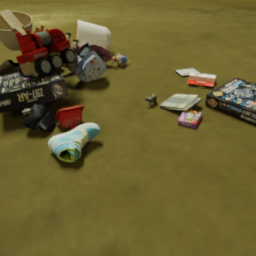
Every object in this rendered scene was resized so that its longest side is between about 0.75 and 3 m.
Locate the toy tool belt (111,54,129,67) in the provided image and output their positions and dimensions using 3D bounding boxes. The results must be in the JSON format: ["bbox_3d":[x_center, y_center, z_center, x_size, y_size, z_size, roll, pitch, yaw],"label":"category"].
[{"bbox_3d":[-0.331,-3.190,13.195,0.551,0.560,0.897,22,20,24],"label":"toy tool belt"}]

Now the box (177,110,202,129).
[{"bbox_3d":[2.000,-0.308,9.028,0.585,0.167,0.855,14,35,22],"label":"box"}]

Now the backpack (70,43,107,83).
[{"bbox_3d":[-1.626,-2.497,11.450,1.289,1.353,1.042,-40,46,7],"label":"backpack"}]

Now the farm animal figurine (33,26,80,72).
[{"bbox_3d":[-3.121,-2.974,11.836,2.083,1.297,2.580,12,-11,-9],"label":"farm animal figurine"}]

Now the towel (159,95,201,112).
[{"bbox_3d":[1.834,-0.910,9.778,1.160,0.200,1.117,13,33,38],"label":"towel"}]

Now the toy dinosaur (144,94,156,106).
[{"bbox_3d":[0.898,-1.036,9.974,0.298,0.396,0.775,23,40,32],"label":"toy dinosaur"}]

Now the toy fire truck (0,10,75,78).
[{"bbox_3d":[-3.124,-2.976,9.434,1.423,2.212,1.947,-1,26,33],"label":"toy fire truck"}]

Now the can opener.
[{"bbox_3d":[-2.786,-0.575,9.125,0.713,0.885,2.250,-29,24,14],"label":"can opener"}]

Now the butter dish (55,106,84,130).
[{"bbox_3d":[-1.733,-0.244,8.566,0.851,0.854,0.631,-14,79,-25],"label":"butter dish"}]

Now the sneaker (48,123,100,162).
[{"bbox_3d":[-1.299,0.443,7.484,1.483,0.590,0.968,-25,37,-19],"label":"sneaker"}]

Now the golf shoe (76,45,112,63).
[{"bbox_3d":[-1.830,-3.610,13.523,2.286,0.830,1.053,11,13,10],"label":"golf shoe"}]

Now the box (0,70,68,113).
[{"bbox_3d":[-3.484,-1.479,9.852,2.255,0.613,2.815,-17,26,-16],"label":"box"}]

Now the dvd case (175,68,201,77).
[{"bbox_3d":[2.674,-2.468,12.530,0.948,0.083,0.677,-10,34,-16],"label":"dvd case"}]

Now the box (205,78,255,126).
[{"bbox_3d":[4.154,-0.976,9.765,2.110,0.524,2.094,-28,41,-36],"label":"box"}]

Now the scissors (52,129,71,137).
[{"bbox_3d":[-1.899,0.187,8.377,0.775,0.054,0.284,-23,37,-34],"label":"scissors"}]

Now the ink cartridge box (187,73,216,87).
[{"bbox_3d":[3.025,-2.007,11.532,1.061,0.237,0.935,10,28,16],"label":"ink cartridge box"}]

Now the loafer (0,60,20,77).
[{"bbox_3d":[-4.791,-2.285,11.212,2.650,0.945,0.967,-22,37,-13],"label":"loafer"}]

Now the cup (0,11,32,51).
[{"bbox_3d":[-4.792,-3.968,11.785,1.643,1.175,1.643,3,46,-3],"label":"cup"}]

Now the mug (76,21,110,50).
[{"bbox_3d":[-1.873,-4.792,14.865,1.716,1.674,2.090,1,38,-13],"label":"mug"}]
